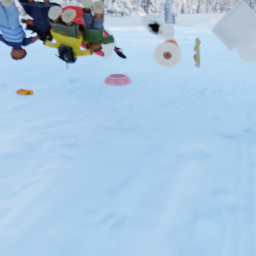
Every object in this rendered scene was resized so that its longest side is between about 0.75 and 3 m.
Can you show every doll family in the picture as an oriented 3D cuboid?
[{"bbox_3d":[-1.511,-1.810,5.374,2.406,1.390,0.944,18,64,4],"label":"doll family"}]

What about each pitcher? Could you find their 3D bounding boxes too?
[{"bbox_3d":[4.392,-2.575,8.720,1.685,1.446,1.022,-22,44,36],"label":"pitcher"}]

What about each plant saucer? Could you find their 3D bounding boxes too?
[{"bbox_3d":[-0.557,-2.563,14.759,1.456,0.369,1.456,-1,24,0],"label":"plant saucer"}]

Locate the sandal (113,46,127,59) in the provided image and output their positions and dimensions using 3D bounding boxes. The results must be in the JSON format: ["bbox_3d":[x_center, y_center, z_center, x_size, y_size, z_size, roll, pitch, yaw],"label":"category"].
[{"bbox_3d":[-0.368,-2.873,10.354,0.864,0.195,0.324,46,39,1],"label":"sandal"}]

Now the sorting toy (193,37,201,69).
[{"bbox_3d":[2.519,-2.795,10.390,0.183,1.019,1.368,3,5,22],"label":"sorting toy"}]

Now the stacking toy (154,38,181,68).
[{"bbox_3d":[1.558,-3.015,10.533,1.001,1.001,1.371,6,45,14],"label":"stacking toy"}]

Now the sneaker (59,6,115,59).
[{"bbox_3d":[-1.515,-3.168,8.717,2.750,1.059,1.168,42,25,30],"label":"sneaker"}]

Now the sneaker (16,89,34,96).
[{"bbox_3d":[-4.752,-1.617,12.795,0.820,0.299,0.316,0,32,4],"label":"sneaker"}]

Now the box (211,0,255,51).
[{"bbox_3d":[2.843,-2.678,7.389,0.840,0.844,0.723,-45,1,-1],"label":"box"}]

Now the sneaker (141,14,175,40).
[{"bbox_3d":[1.039,-4.255,11.501,0.956,0.750,1.925,-1,34,-39],"label":"sneaker"}]
